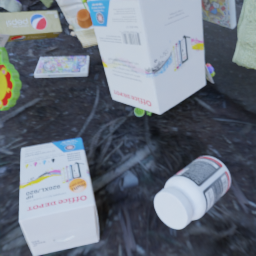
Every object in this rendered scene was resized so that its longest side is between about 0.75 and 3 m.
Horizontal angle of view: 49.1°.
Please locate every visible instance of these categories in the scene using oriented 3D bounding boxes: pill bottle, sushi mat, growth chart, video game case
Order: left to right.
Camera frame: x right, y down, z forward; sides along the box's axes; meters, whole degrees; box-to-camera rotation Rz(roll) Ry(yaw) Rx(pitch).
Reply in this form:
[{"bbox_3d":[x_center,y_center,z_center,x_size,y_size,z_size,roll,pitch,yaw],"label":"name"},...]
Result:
[{"bbox_3d":[-2.825,-2.675,12.163,2.186,0.197,1.565,-2,40,-3],"label":"video game case"},{"bbox_3d":[-1.676,-3.989,9.356,1.572,2.172,0.193,9,56,24],"label":"growth chart"},{"bbox_3d":[-0.383,-2.915,8.453,2.361,0.143,1.129,-18,42,-16],"label":"sushi mat"},{"bbox_3d":[1.079,1.049,4.677,0.762,0.762,1.315,33,40,32],"label":"pill bottle"},{"bbox_3d":[1.989,-3.368,7.107,1.526,1.677,0.192,36,83,34],"label":"video game case"}]

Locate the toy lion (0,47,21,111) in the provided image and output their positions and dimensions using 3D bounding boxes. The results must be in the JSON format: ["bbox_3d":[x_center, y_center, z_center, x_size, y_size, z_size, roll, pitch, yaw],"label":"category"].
[{"bbox_3d":[-3.676,-1.441,7.638,1.778,1.855,0.637,12,11,21],"label":"toy lion"}]

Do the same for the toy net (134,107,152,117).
[{"bbox_3d":[0.334,-0.754,7.504,0.489,0.180,0.932,-11,79,-4],"label":"toy net"}]

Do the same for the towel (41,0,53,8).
[{"bbox_3d":[-2.501,-3.926,8.392,0.141,0.572,0.770,-49,22,-14],"label":"towel"}]

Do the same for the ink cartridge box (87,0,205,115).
[{"bbox_3d":[0.490,-1.797,6.158,1.678,2.320,1.708,-32,35,-29],"label":"ink cartridge box"}]

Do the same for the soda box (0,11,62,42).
[{"bbox_3d":[-2.695,-2.662,7.350,1.729,0.586,0.553,-15,6,-29],"label":"soda box"}]

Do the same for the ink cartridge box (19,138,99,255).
[{"bbox_3d":[-1.538,1.488,6.302,1.459,1.434,1.982,-10,41,-11],"label":"ink cartridge box"}]

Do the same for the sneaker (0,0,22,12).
[{"bbox_3d":[-3.294,-3.354,7.298,1.000,0.348,0.497,3,46,-34],"label":"sneaker"}]

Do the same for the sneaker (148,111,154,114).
[{"bbox_3d":[0.618,-1.166,9.917,2.107,0.806,1.207,25,39,18],"label":"sneaker"}]

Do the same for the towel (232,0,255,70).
[{"bbox_3d":[4.267,-2.362,7.019,2.966,2.201,0.541,15,37,28],"label":"towel"}]

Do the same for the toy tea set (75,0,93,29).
[{"bbox_3d":[-0.541,-3.432,7.899,2.071,0.766,1.231,-15,80,1],"label":"toy tea set"}]

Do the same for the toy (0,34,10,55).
[{"bbox_3d":[-3.389,-1.624,5.087,2.035,1.172,0.480,-4,73,-43],"label":"toy"}]

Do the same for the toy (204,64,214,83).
[{"bbox_3d":[2.203,-1.577,7.697,0.235,0.572,0.994,-29,12,9],"label":"toy"}]
